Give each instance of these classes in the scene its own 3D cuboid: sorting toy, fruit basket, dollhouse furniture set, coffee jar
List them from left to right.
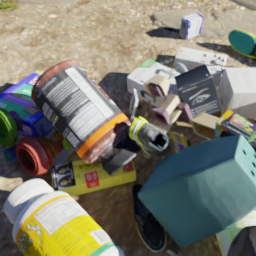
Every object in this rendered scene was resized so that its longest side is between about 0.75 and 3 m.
[{"bbox_3d":[-2.959,0.314,8.078,2.417,1.452,0.992,46,43,9],"label":"sorting toy"},{"bbox_3d":[-2.086,0.502,8.597,1.116,0.565,1.205,30,73,25],"label":"fruit basket"},{"bbox_3d":[1.518,0.154,7.706,2.747,2.177,1.950,25,71,39],"label":"dollhouse furniture set"},{"bbox_3d":[3.259,2.407,4.953,2.806,1.463,1.197,1,47,-4],"label":"coffee jar"}]

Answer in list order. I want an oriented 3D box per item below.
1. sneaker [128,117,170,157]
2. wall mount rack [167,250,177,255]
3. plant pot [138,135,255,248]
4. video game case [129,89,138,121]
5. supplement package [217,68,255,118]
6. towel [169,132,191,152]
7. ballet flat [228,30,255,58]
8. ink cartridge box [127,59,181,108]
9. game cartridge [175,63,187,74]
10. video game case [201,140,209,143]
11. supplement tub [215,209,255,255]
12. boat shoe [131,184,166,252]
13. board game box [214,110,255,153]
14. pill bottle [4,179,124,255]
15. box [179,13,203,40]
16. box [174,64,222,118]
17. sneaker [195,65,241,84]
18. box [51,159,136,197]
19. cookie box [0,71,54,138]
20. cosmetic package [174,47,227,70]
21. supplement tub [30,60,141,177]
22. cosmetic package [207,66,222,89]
[{"bbox_3d":[0.673,0.373,6.883,0.726,1.794,0.663,29,87,35],"label":"sneaker"},{"bbox_3d":[1.027,3.233,5.906,1.639,0.611,1.424,11,40,-42],"label":"wall mount rack"},{"bbox_3d":[1.747,1.230,6.175,1.598,2.261,1.598,50,37,-3],"label":"plant pot"},{"bbox_3d":[0.174,-0.759,9.294,0.093,0.806,0.734,7,35,-10],"label":"video game case"},{"bbox_3d":[4.246,-1.156,9.416,2.095,1.255,1.270,0,50,0],"label":"supplement package"},{"bbox_3d":[1.527,0.501,7.930,0.113,0.712,0.992,-28,23,-14],"label":"towel"},{"bbox_3d":[5.362,-3.328,11.658,2.543,0.850,0.852,37,38,24],"label":"ballet flat"},{"bbox_3d":[1.057,-1.543,10.020,1.796,0.755,1.311,32,61,24],"label":"ink cartridge box"},{"bbox_3d":[2.008,-2.121,10.612,0.164,0.525,0.788,0,36,-19],"label":"game cartridge"},{"bbox_3d":[3.206,0.870,8.272,1.488,0.373,1.642,-19,54,-13],"label":"video game case"},{"bbox_3d":[2.628,2.619,6.323,1.127,1.127,1.554,-5,50,-4],"label":"supplement tub"},{"bbox_3d":[0.453,2.103,6.838,0.646,0.573,1.728,-16,48,3],"label":"boat shoe"},{"bbox_3d":[2.865,0.691,6.795,0.554,1.952,1.614,-42,57,-19],"label":"board game box"},{"bbox_3d":[-1.536,2.414,6.205,2.739,1.545,1.545,37,59,28],"label":"pill bottle"},{"bbox_3d":[2.818,-4.552,12.538,0.926,0.852,0.486,-29,54,-21],"label":"box"},{"bbox_3d":[2.248,-1.105,9.005,1.101,1.488,0.776,-19,41,14],"label":"box"},{"bbox_3d":[3.326,-1.980,10.287,1.919,0.786,0.739,1,91,12],"label":"sneaker"},{"bbox_3d":[-0.956,1.284,7.820,2.237,0.561,0.842,-11,51,-9],"label":"box"},{"bbox_3d":[-3.013,-0.806,9.262,1.900,0.835,2.222,23,46,19],"label":"cookie box"},{"bbox_3d":[2.882,-2.678,11.205,1.939,0.491,0.800,14,51,12],"label":"cosmetic package"},{"bbox_3d":[-1.021,-0.199,7.283,1.598,1.598,2.987,-38,85,-28],"label":"supplement tub"},{"bbox_3d":[2.887,-1.645,9.930,0.555,1.094,0.390,0,49,-2],"label":"cosmetic package"}]
